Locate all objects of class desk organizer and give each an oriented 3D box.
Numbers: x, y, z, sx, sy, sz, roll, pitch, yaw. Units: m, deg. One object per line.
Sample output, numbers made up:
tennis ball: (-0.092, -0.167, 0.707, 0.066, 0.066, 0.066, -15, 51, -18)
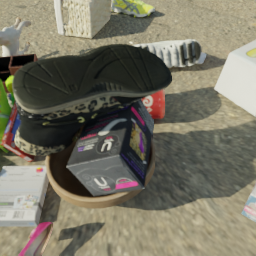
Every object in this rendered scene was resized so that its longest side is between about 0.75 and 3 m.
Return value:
desk organizer: (-4.130, -1.753, 9.239, 2.365, 0.911, 0.848, -8, 44, -8)

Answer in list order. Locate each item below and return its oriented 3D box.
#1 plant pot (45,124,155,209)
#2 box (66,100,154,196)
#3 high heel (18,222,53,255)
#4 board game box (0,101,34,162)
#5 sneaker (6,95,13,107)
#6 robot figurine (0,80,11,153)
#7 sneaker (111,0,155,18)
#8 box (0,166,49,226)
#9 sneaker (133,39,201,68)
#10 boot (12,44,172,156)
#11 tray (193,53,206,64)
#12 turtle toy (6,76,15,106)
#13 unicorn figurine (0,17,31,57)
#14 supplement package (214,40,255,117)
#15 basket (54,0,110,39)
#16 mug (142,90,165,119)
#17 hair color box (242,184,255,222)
plant pot: (-0.548, 0.888, 6.297, 2.345, 1.082, 2.345, -3, 44, 3)
box: (-0.243, 0.274, 5.549, 1.128, 0.979, 1.845, -15, 37, 26)
high heel: (-1.653, 2.229, 5.008, 0.532, 0.374, 1.109, -33, 25, 28)
board game box: (-2.642, -0.157, 7.282, 0.181, 0.957, 1.858, -14, 53, 21)
sneaker: (-4.003, -0.638, 8.495, 1.391, 0.525, 0.800, 18, 76, -4)
robot figurine: (-3.752, -0.454, 7.132, 1.388, 2.105, 2.400, -27, 78, 18)
sneaker: (0.209, -6.070, 13.818, 2.280, 0.871, 0.859, 15, 44, 14)
box: (-2.442, 1.490, 6.281, 1.098, 0.290, 1.408, 0, 45, -1)
sneaker: (1.082, -2.645, 10.206, 2.942, 1.105, 1.192, -6, 27, -4)
boot: (-0.798, -0.481, 5.589, 2.995, 2.262, 1.081, -16, 72, -31)
tray: (2.246, -2.778, 10.857, 1.427, 0.158, 0.766, 17, 48, 17)
turtle toy: (-3.074, -0.948, 8.271, 1.099, 0.762, 1.508, -11, 66, -56)
unicorn figurine: (-4.046, -3.016, 9.532, 0.926, 2.509, 1.723, 14, 52, 11)
supplement package: (4.074, -1.574, 8.555, 1.863, 1.370, 1.782, -30, 57, -31)
basket: (-1.894, -5.287, 12.379, 1.584, 1.741, 2.568, 14, 45, 11)
mug: (-0.214, -1.057, 7.981, 2.182, 1.456, 1.937, -9, 88, -3)
hair color box: (3.726, 1.159, 6.257, 1.309, 0.792, 2.617, 29, 51, 27)
